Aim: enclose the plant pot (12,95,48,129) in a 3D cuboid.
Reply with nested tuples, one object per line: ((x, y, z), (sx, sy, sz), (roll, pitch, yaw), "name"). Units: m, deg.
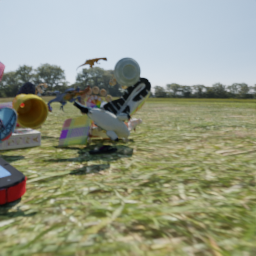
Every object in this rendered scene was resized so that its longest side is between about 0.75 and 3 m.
((-3.352, -0.629, 9.287), (1.081, 1.081, 1.017), (-6, 24, -39), "plant pot")

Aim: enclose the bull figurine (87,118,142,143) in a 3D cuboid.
((-0.623, 0.073, 11.319), (2.476, 0.806, 1.503), (-5, 15, -3), "bull figurine")

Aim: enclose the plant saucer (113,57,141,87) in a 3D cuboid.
((0.000, -1.878, 9.370), (0.970, 0.970, 0.243), (-2, 8, -17), "plant saucer")

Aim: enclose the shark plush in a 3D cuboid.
((-0.912, -0.180, 9.354), (2.130, 0.968, 0.887), (18, -6, -3), "shark plush")

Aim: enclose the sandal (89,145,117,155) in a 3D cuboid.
((-0.776, 0.688, 8.967), (0.978, 0.234, 0.368), (-4, 9, -28), "sandal")

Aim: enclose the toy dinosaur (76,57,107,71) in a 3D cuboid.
((-0.963, -1.617, 6.929), (0.894, 0.270, 0.475), (-25, 7, -17), "toy dinosaur")

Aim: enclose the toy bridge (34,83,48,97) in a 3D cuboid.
((-3.897, -1.681, 12.307), (1.042, 0.350, 0.142), (-33, 2, 40), "toy bridge")

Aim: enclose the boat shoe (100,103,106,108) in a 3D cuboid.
((-1.042, -0.481, 13.227), (0.610, 0.704, 1.652), (5, 42, -20), "boat shoe")

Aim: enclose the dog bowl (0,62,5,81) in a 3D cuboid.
((-4.738, -1.382, 9.165), (0.799, 2.168, 2.168), (23, -2, -25), "dog bowl")

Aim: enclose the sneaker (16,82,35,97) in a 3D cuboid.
((-4.556, -1.026, 11.820), (0.813, 1.983, 0.696), (-7, -30, 46), "sneaker")

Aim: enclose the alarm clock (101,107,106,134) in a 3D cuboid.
((-0.956, -0.234, 10.066), (0.318, 0.956, 0.645), (-27, 6, -40), "alarm clock")

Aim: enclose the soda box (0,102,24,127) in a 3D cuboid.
((-4.412, -0.492, 10.491), (2.144, 0.750, 0.680), (-13, 43, -22), "soda box")

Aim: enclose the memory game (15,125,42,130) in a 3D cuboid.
((-4.419, 0.035, 11.618), (1.665, 0.106, 1.665), (-10, -4, -1), "memory game")

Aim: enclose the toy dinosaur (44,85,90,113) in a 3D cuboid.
((-3.036, -1.304, 13.482), (1.833, 1.061, 2.020), (-13, 2, 34), "toy dinosaur")

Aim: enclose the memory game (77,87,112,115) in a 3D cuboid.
((-1.567, -1.163, 13.983), (1.993, 1.993, 0.127), (-4, -15, -30), "memory game")

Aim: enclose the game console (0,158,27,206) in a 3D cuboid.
((-3.481, 1.077, 5.346), (2.441, 0.428, 2.760), (-6, 9, -37), "game console")

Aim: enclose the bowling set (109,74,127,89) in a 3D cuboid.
((-0.132, -1.899, 11.197), (1.113, 0.859, 1.600), (30, 25, -3), "bowling set")

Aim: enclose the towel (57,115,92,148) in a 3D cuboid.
((-1.908, 0.104, 10.252), (1.147, 0.182, 1.597), (-8, 42, 10), "towel")

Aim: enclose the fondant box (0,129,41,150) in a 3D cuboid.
((-4.222, 0.401, 10.050), (1.795, 0.523, 1.295), (-7, 10, -37), "fondant box")

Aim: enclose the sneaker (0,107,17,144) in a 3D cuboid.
((-3.594, 0.121, 7.274), (0.993, 0.824, 2.078), (-33, 17, 48), "sneaker")

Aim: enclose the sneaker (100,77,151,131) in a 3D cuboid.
((-0.086, -0.774, 10.946), (2.651, 1.036, 1.197), (-39, -12, 3), "sneaker")
